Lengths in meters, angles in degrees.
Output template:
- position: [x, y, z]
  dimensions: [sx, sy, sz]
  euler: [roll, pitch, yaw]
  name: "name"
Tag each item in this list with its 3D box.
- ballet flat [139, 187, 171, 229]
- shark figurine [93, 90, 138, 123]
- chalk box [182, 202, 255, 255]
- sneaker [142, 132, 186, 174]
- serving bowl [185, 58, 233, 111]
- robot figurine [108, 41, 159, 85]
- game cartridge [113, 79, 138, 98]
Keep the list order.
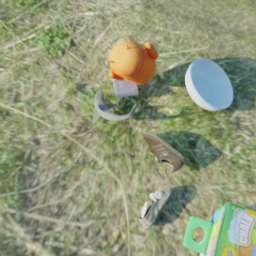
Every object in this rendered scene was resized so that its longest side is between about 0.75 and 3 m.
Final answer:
- position: [0.830, 2.377, 8.765]
  dimensions: [0.518, 0.525, 1.541]
  euler: [41, 61, -9]
  name: "ballet flat"
- position: [-0.701, -0.645, 9.961]
  dimensions: [2.095, 0.874, 1.251]
  euler: [26, 80, 33]
  name: "shark figurine"
- position: [3.005, 3.302, 7.551]
  dimensions: [2.925, 1.811, 1.820]
  euler: [20, 61, 11]
  name: "chalk box"
- position: [1.072, 0.808, 9.575]
  dimensions: [1.820, 0.641, 0.687]
  euler: [36, 75, 28]
  name: "sneaker"
- position: [3.007, -1.567, 10.782]
  dimensions: [2.162, 0.711, 2.162]
  euler: [12, 64, -26]
  name: "serving bowl"
- position: [0.199, -2.356, 10.163]
  dimensions: [1.620, 2.252, 1.313]
  euler: [8, 89, 29]
  name: "robot figurine"
- position: [-0.124, -1.760, 11.091]
  dimensions: [0.901, 0.267, 1.389]
  euler: [-11, 50, 3]
  name: "game cartridge"
